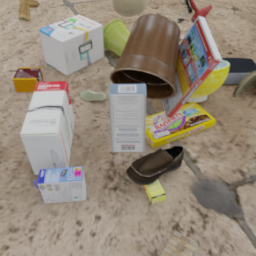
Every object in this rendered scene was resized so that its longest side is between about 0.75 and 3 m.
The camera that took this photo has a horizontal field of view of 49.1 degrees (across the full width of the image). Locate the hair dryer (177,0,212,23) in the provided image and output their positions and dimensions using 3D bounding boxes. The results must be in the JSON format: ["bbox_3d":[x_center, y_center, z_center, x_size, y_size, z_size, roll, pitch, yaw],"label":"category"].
[{"bbox_3d":[2.288,-3.997,9.477,1.235,0.940,0.335,-6,34,-16],"label":"hair dryer"}]

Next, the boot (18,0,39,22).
[{"bbox_3d":[-3.318,-3.907,9.383,0.699,0.264,0.798,1,70,-27],"label":"boot"}]

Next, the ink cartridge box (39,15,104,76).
[{"bbox_3d":[-2.932,-4.479,15.002,1.974,1.964,2.690,33,52,29],"label":"ink cartridge box"}]

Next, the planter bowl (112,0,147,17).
[{"bbox_3d":[0.018,-5.712,11.941,1.521,1.024,1.521,-2,70,5],"label":"planter bowl"}]

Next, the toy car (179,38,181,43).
[{"bbox_3d":[2.393,-3.650,12.280,1.121,1.192,0.266,-3,52,-2],"label":"toy car"}]

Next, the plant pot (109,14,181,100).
[{"bbox_3d":[0.776,-2.495,9.892,2.331,2.331,2.308,13,76,13],"label":"plant pot"}]

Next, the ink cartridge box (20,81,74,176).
[{"bbox_3d":[-2.768,-0.023,10.145,1.212,2.088,2.894,-3,43,-3],"label":"ink cartridge box"}]

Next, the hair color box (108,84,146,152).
[{"bbox_3d":[-0.002,-0.243,8.296,1.032,2.084,0.632,0,37,1],"label":"hair color box"}]

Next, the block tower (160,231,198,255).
[{"bbox_3d":[0.910,3.844,7.014,0.705,0.755,2.612,24,47,23],"label":"block tower"}]

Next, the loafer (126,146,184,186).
[{"bbox_3d":[0.966,1.084,9.385,2.542,0.907,0.928,-18,48,-43],"label":"loafer"}]

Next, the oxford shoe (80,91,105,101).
[{"bbox_3d":[-1.615,-1.461,12.997,1.276,0.480,0.368,6,2,17],"label":"oxford shoe"}]

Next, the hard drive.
[{"bbox_3d":[5.328,-2.962,14.404,2.771,0.586,1.869,-1,43,-2],"label":"hard drive"}]

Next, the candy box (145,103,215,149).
[{"bbox_3d":[1.949,-0.196,11.593,2.956,0.390,1.511,-19,43,-19],"label":"candy box"}]

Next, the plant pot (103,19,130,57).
[{"bbox_3d":[-0.366,-4.801,15.704,1.866,1.866,1.715,-30,62,-28],"label":"plant pot"}]

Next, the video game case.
[{"bbox_3d":[1.961,-2.007,9.788,0.261,2.993,2.140,9,52,-21],"label":"video game case"}]

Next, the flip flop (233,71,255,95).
[{"bbox_3d":[6.299,-2.062,13.213,2.916,1.182,0.839,-12,58,-20],"label":"flip flop"}]

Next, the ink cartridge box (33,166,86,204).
[{"bbox_3d":[-2.189,1.830,8.888,1.615,1.102,0.617,-5,42,-5],"label":"ink cartridge box"}]

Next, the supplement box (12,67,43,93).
[{"bbox_3d":[-4.843,-2.353,13.642,1.106,0.745,1.122,-1,43,-1],"label":"supplement box"}]

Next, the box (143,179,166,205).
[{"bbox_3d":[0.756,1.869,9.410,0.512,0.341,1.361,-14,45,-16],"label":"box"}]

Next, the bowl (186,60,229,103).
[{"bbox_3d":[2.944,-2.059,12.500,2.943,1.584,2.943,-5,23,2],"label":"bowl"}]
